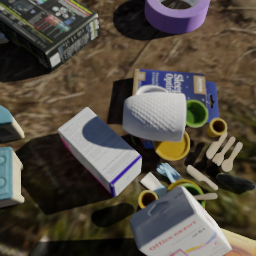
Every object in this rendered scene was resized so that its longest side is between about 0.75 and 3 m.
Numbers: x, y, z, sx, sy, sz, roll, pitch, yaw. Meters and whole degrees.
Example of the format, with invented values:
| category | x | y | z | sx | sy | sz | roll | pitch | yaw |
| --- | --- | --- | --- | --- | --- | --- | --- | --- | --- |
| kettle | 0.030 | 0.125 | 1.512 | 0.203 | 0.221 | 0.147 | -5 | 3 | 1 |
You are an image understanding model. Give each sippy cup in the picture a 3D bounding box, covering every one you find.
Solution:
| category | x | y | z | sx | sy | sz | roll | pitch | yaw |
| --- | --- | --- | --- | --- | --- | --- | --- | --- | --- |
| sippy cup | 0.534 | 0.182 | 7.018 | 0.801 | 0.629 | 0.587 | -31 | 72 | 28 |

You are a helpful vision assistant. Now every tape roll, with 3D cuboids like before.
| category | x | y | z | sx | sy | sz | roll | pitch | yaw |
| --- | --- | --- | --- | --- | --- | --- | --- | --- | --- |
| tape roll | 1.582 | -4.074 | 9.211 | 2.044 | 0.671 | 2.044 | 0 | 62 | 1 |

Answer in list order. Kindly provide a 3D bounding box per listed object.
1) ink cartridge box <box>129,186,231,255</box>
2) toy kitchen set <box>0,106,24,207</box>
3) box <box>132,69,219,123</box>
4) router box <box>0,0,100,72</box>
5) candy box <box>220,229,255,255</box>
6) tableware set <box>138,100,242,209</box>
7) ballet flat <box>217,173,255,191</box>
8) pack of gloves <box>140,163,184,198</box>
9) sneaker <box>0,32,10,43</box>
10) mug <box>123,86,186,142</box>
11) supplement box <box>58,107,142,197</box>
| category | x | y | z | sx | sy | sz | roll | pitch | yaw |
| --- | --- | --- | --- | --- | --- | --- | --- | --- | --- |
| ink cartridge box | 0.983 | 1.979 | 5.194 | 1.187 | 1.642 | 0.695 | -37 | 34 | 9 |
| toy kitchen set | -4.014 | 0.638 | 6.085 | 2.960 | 1.744 | 2.372 | -10 | 62 | -5 |
| box | 1.299 | -0.892 | 7.658 | 2.380 | 0.386 | 1.442 | 5 | 61 | 0 |
| router box | -2.581 | -3.272 | 8.663 | 2.780 | 0.864 | 2.083 | 38 | 68 | 17 |
| candy box | 2.631 | 2.967 | 5.498 | 2.091 | 0.578 | 1.207 | 18 | 63 | 10 |
| tableware set | 1.318 | 0.784 | 6.436 | 1.980 | 0.451 | 2.939 | 39 | 72 | 6 |
| ballet flat | 2.546 | 1.281 | 6.646 | 0.884 | 0.251 | 0.294 | 16 | 104 | 10 |
| pack of gloves | 0.913 | 1.302 | 6.613 | 0.808 | 0.190 | 0.962 | -40 | 69 | -20 |
| sneaker | -4.265 | -2.545 | 8.586 | 1.230 | 0.464 | 0.708 | 3 | 71 | 10 |
| mug | 0.555 | -0.403 | 6.330 | 1.282 | 1.080 | 1.462 | 4 | 52 | 1 |
| supplement box | -0.653 | 0.555 | 6.584 | 1.860 | 0.941 | 0.961 | 41 | 69 | 19 |
